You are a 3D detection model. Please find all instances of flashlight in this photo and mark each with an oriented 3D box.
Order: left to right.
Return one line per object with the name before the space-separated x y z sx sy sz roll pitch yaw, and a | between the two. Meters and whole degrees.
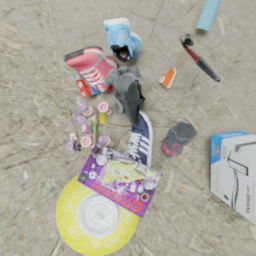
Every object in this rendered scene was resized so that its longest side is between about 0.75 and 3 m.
flashlight | 1.537 0.390 8.601 0.771 2.277 0.774 -38 81 -13

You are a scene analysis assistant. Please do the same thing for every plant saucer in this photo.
plant saucer | 3.083 -4.526 10.474 0.579 1.656 0.157 8 36 -12

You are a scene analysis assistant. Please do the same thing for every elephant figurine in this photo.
elephant figurine | -0.031 -1.030 9.661 1.368 1.934 1.501 1 32 11

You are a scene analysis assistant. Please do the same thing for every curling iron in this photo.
curling iron | 2.242 -2.237 8.973 0.316 0.613 2.471 -22 53 2

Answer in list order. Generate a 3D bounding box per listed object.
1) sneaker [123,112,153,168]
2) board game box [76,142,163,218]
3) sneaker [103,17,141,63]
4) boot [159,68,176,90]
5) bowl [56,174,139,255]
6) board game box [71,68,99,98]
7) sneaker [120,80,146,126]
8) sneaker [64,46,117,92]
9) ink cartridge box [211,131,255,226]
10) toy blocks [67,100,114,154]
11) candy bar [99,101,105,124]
sneaker | 0.190 0.616 9.622 1.211 0.783 2.233 -14 107 -40
board game box | -0.287 1.491 8.344 2.306 0.372 1.384 23 86 22
sneaker | -0.216 -2.767 9.670 1.015 2.589 1.164 -1 87 17
boot | 1.540 -2.028 10.898 0.521 0.364 0.971 30 65 -19
bowl | -0.962 2.798 9.183 2.955 1.590 2.955 1 79 -7
board game box | -1.596 -1.767 10.487 0.239 0.909 1.187 -19 96 27
sneaker | 0.231 -0.718 8.367 0.700 0.403 1.342 -15 110 25
sneaker | -1.059 -1.938 9.776 1.094 2.967 1.287 -14 86 23
ink cartridge box | 3.799 1.468 8.462 1.248 2.960 2.161 -6 101 -13
toy blocks | -1.520 -0.043 9.815 1.749 1.473 1.635 -8 75 14
candy bar | -0.981 -0.614 10.829 0.230 0.102 0.923 8 75 -29
